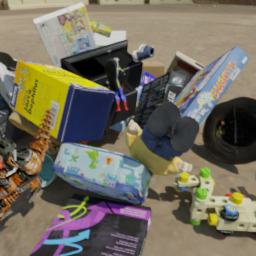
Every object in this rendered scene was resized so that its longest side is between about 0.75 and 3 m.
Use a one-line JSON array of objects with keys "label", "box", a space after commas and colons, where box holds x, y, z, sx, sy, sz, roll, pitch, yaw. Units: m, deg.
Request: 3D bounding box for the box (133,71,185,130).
[{"label": "box", "box": [0.878, -0.689, 9.193, 0.505, 1.859, 2.321, 18, -9, -16]}]

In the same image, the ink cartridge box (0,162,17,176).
[{"label": "ink cartridge box", "box": [-3.579, 1.268, 8.137, 1.107, 0.281, 1.257, 3, 28, 4]}]

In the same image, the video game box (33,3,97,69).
[{"label": "video game box", "box": [-2.009, -3.016, 9.411, 1.669, 1.832, 0.429, -21, 46, -6]}]

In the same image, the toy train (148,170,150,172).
[{"label": "toy train", "box": [0.177, 1.092, 8.282, 1.234, 0.526, 0.703, -16, 20, -23]}]

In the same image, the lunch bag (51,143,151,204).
[{"label": "lunch bag", "box": [-0.580, 1.170, 6.901, 2.200, 1.769, 0.907, 12, 70, 17]}]

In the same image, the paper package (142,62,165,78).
[{"label": "paper package", "box": [1.034, -2.559, 13.977, 1.475, 1.406, 0.763, -1, 29, -2]}]

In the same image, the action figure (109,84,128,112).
[{"label": "action figure", "box": [-0.324, -1.140, 8.146, 0.442, 1.351, 0.349, -8, -3, -24]}]

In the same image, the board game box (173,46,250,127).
[{"label": "board game box", "box": [1.658, -0.673, 7.168, 2.801, 0.483, 1.896, -50, 6, -17]}]

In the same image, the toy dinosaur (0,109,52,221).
[{"label": "toy dinosaur", "box": [-2.571, 0.720, 6.265, 1.320, 1.754, 2.585, -28, 33, 45]}]

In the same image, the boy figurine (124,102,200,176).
[{"label": "boy figurine", "box": [0.685, 0.516, 6.625, 1.758, 2.828, 0.911, 35, 68, 5]}]

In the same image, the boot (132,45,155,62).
[{"label": "boot", "box": [0.668, -2.565, 9.523, 0.617, 0.497, 1.366, -6, 27, 25]}]

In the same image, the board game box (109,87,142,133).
[{"label": "board game box", "box": [-1.156, -1.077, 10.102, 2.827, 0.517, 2.138, 17, 46, 10]}]

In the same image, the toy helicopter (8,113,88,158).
[{"label": "toy helicopter", "box": [-2.418, 0.310, 8.316, 2.377, 1.572, 0.937, 33, 66, -9]}]

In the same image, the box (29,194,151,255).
[{"label": "box", "box": [-0.744, 2.430, 5.540, 1.997, 0.504, 2.793, 7, 25, 12]}]

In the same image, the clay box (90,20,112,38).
[{"label": "clay box", "box": [-1.038, -3.493, 9.847, 0.905, 0.215, 0.520, 21, -6, -6]}]

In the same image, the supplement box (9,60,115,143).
[{"label": "supplement box", "box": [-1.892, -0.775, 7.711, 2.604, 1.426, 1.417, 27, 18, 35]}]

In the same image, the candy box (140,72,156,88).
[{"label": "candy box", "box": [0.938, -1.611, 11.145, 1.037, 0.399, 0.877, 29, 51, -21]}]

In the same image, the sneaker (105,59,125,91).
[{"label": "sneaker", "box": [-0.323, -1.498, 7.587, 0.407, 1.136, 0.470, 34, 63, 20]}]

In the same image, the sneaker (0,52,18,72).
[{"label": "sneaker", "box": [-3.535, -1.936, 8.264, 0.590, 0.409, 0.977, 8, -12, 40]}]

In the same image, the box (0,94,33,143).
[{"label": "box", "box": [-4.314, -0.462, 9.914, 1.512, 1.091, 2.037, 19, 46, 20]}]

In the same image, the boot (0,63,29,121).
[{"label": "boot", "box": [-3.551, -1.317, 9.359, 1.143, 0.879, 2.391, -26, 79, -37]}]

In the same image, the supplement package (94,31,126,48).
[{"label": "supplement package", "box": [-0.748, -3.209, 11.423, 1.307, 1.005, 1.367, 0, 42, 3]}]

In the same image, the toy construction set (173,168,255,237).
[{"label": "toy construction set", "box": [2.492, 1.631, 6.649, 2.687, 1.238, 1.762, -9, 28, 6]}]

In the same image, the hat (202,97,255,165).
[{"label": "hat", "box": [3.402, 0.133, 8.467, 0.882, 2.188, 2.188, 9, 16, -45]}]

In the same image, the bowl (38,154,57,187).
[{"label": "bowl", "box": [-2.316, 1.156, 7.836, 0.951, 0.951, 0.498, 12, 1, 20]}]

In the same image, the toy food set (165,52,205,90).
[{"label": "toy food set", "box": [1.972, -1.156, 9.636, 1.936, 2.699, 0.815, 29, 55, 2]}]

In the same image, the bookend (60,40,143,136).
[{"label": "bookend", "box": [-0.394, -1.494, 9.352, 2.711, 1.256, 2.728, -25, 54, -27]}]
